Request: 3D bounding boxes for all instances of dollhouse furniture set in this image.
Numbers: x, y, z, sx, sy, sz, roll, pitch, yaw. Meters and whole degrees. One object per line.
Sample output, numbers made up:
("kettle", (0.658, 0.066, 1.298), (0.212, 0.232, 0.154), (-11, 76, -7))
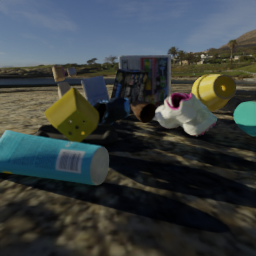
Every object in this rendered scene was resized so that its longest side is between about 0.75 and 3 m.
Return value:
("dollhouse furniture set", (-1.634, -1.676, 11.075), (2.243, 2.117, 1.463), (-14, 0, -16))

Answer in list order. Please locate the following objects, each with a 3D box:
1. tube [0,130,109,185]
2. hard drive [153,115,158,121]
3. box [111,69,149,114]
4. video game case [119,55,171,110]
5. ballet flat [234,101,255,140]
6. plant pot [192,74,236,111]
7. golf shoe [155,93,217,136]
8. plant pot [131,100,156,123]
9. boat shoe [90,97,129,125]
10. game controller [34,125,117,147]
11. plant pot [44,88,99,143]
("tube", (-1.461, 0.479, 4.676), (2.305, 0.581, 0.892), (6, 47, 23))
("hard drive", (1.629, -0.382, 10.091), (1.183, 0.239, 1.794), (-7, 13, -31))
("box", (0.038, -1.403, 11.132), (0.447, 1.798, 1.785), (24, 22, 27))
("video game case", (0.708, -1.875, 11.977), (2.196, 2.410, 0.277), (4, 17, 17))
("ballet flat", (3.406, 0.007, 6.394), (0.898, 0.893, 2.626), (22, 10, -12))
("plant pot", (3.680, -1.570, 11.746), (1.582, 1.582, 1.488), (-2, -2, -8))
("golf shoe", (1.400, -0.556, 7.874), (0.949, 1.153, 2.520), (-42, 20, -13))
("plant pot", (0.456, -0.651, 9.666), (0.728, 0.728, 0.778), (-8, 29, -34))
("boat shoe", (-0.710, -0.491, 7.679), (0.720, 0.883, 2.099), (-2, -13, -27))
("game controller", (-1.287, 0.212, 6.916), (2.036, 0.429, 1.062), (-1, 25, 0))
("plant pot", (-1.139, -0.168, 5.937), (0.879, 0.880, 0.776), (-40, 30, 3))
